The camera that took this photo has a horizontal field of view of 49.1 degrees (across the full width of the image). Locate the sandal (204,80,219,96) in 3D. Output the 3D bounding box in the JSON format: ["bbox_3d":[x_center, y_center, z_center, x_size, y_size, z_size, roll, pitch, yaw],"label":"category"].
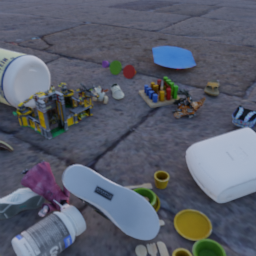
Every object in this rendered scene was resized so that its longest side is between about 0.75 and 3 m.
[{"bbox_3d":[3.848,-1.899,12.707,0.642,0.432,1.599,12,35,18],"label":"sandal"}]

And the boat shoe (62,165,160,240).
[{"bbox_3d":[-0.428,1.708,6.459,2.476,0.820,0.866,30,72,-3],"label":"boat shoe"}]

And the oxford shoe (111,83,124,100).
[{"bbox_3d":[-0.508,-1.611,12.271,0.471,0.362,1.253,-18,34,-4],"label":"oxford shoe"}]

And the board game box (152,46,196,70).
[{"bbox_3d":[2.434,-3.670,15.355,2.206,0.544,2.792,4,39,-3],"label":"board game box"}]

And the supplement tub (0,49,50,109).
[{"bbox_3d":[-4.936,-2.076,11.448,2.942,2.133,2.133,18,37,26],"label":"supplement tub"}]

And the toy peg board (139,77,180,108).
[{"bbox_3d":[1.368,-1.602,12.015,1.435,0.705,1.441,-11,35,-16],"label":"toy peg board"}]

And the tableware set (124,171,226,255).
[{"bbox_3d":[0.982,2.107,6.650,1.911,0.435,2.837,-6,33,-9],"label":"tableware set"}]

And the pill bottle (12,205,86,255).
[{"bbox_3d":[-1.653,2.317,5.995,1.393,0.793,0.793,-29,43,-36],"label":"pill bottle"}]

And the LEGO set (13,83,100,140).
[{"bbox_3d":[-2.655,-1.045,10.246,2.937,1.702,2.259,-25,41,-32],"label":"LEGO set"}]

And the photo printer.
[{"bbox_3d":[2.847,1.000,7.746,2.251,0.782,1.873,-16,42,-9],"label":"photo printer"}]

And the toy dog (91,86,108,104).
[{"bbox_3d":[-1.214,-1.540,11.913,0.852,0.622,1.292,0,31,-35],"label":"toy dog"}]

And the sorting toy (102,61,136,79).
[{"bbox_3d":[-0.377,-3.044,14.444,2.056,0.713,0.708,22,16,27],"label":"sorting toy"}]

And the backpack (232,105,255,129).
[{"bbox_3d":[4.184,-0.302,10.101,0.863,0.636,0.945,22,38,29],"label":"backpack"}]

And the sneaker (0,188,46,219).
[{"bbox_3d":[-2.833,1.859,7.044,1.417,0.498,0.568,-10,29,-27],"label":"sneaker"}]

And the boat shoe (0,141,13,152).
[{"bbox_3d":[-4.230,0.608,9.042,1.072,0.387,0.386,19,64,10],"label":"boat shoe"}]

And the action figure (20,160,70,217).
[{"bbox_3d":[-1.960,1.639,6.982,1.593,1.186,1.067,46,62,7],"label":"action figure"}]

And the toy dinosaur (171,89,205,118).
[{"bbox_3d":[2.362,-0.875,11.075,1.663,0.850,1.129,-8,50,-41],"label":"toy dinosaur"}]
